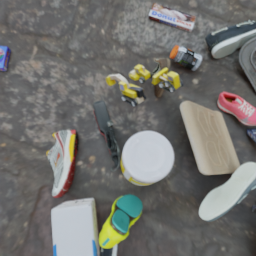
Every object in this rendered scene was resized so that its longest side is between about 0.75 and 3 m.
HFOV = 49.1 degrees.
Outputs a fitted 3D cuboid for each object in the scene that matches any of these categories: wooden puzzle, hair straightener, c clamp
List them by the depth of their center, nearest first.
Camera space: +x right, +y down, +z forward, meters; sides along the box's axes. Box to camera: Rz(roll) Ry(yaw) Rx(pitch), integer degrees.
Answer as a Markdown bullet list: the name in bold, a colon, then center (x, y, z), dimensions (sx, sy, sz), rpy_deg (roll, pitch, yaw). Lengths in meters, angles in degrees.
- **wooden puzzle**: center (2.408, 0.382, 8.464), dimensions (0.537, 2.321, 2.149), rpy_deg (-28, 67, 37)
- **hair straightener**: center (-0.671, 0.161, 8.601), dimensions (0.493, 0.927, 2.409), rpy_deg (-10, 63, -8)
- **c clamp**: center (4.912, -2.249, 9.122), dimensions (2.249, 0.357, 2.633), rpy_deg (-25, 97, 18)

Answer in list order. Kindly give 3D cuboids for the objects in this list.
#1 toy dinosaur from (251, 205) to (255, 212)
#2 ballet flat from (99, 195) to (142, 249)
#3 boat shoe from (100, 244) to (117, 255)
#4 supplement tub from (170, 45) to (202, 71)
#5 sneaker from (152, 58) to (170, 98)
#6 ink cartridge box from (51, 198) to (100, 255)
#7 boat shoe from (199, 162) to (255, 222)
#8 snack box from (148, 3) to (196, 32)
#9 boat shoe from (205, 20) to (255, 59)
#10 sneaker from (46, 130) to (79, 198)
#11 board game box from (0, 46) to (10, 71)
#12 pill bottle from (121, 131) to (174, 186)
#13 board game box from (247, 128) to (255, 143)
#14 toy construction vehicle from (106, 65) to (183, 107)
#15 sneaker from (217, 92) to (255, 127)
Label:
- **toy dinosaur**: center (4.126, 2.604, 8.443), dimensions (0.731, 0.423, 0.806), rpy_deg (25, 89, 18)
- **ballet flat**: center (-0.237, 2.533, 7.688), dimensions (0.817, 2.444, 0.819), rpy_deg (37, 101, 8)
- **boat shoe**: center (-0.659, 4.038, 8.052), dimensions (0.544, 0.682, 1.804), rpy_deg (6, 64, 1)
- **supplement tub**: center (1.947, -2.385, 9.510), dimensions (0.969, 0.594, 0.594), rpy_deg (23, 76, -13)
- **sneaker**: center (0.979, -1.669, 9.278), dimensions (0.512, 0.477, 1.355), rpy_deg (4, 120, -14)
- **ink cartridge box**: center (-1.306, 2.819, 7.394), dimensions (0.974, 2.312, 1.688), rpy_deg (-6, 79, -6)
- **boat shoe**: center (2.904, 1.894, 7.742), dimensions (2.195, 0.799, 0.678), rpy_deg (-40, 116, -13)
- **snack box**: center (1.624, -4.071, 10.330), dimensions (1.671, 0.203, 0.601), rpy_deg (18, 75, 2)
- **boat shoe**: center (4.035, -3.304, 9.733), dimensions (2.725, 1.030, 0.822), rpy_deg (-19, 71, -9)
- **sneaker**: center (-2.109, 1.100, 8.746), dimensions (0.878, 0.832, 2.137), rpy_deg (4, 67, 1)
- **board game box**: center (-4.876, -2.474, 9.888), dimensions (1.230, 0.275, 0.827), rpy_deg (5, 77, 3)
- **pill bottle**: center (0.437, 0.965, 7.917), dimensions (1.302, 2.339, 1.302), rpy_deg (1, 75, -4)
- **board game box**: center (4.324, 0.313, 8.772), dimensions (0.722, 1.066, 0.184), rpy_deg (-9, 117, -3)
- **toy construction vehicle**: center (0.418, -1.392, 8.076), dimensions (1.566, 0.634, 1.799), rpy_deg (-34, 43, -22)
- **sneaker**: center (3.586, -0.615, 8.936), dimensions (1.677, 0.727, 0.618), rpy_deg (33, 79, 30)
